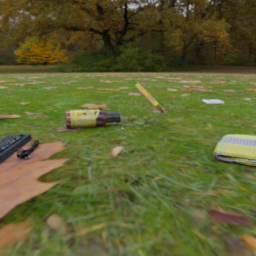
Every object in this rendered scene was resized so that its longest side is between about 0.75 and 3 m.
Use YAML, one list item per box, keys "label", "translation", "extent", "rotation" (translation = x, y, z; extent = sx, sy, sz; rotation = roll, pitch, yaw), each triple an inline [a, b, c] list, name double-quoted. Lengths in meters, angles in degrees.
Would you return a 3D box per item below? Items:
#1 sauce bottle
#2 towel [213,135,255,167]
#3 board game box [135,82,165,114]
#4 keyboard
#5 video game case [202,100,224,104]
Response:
- label: "sauce bottle"
  translation: [-1.278, -0.352, 10.233]
  extent: [1.990, 0.657, 0.657]
  rotation: [-4, 15, -16]
- label: "towel"
  translation: [3.178, 0.554, 7.409]
  extent: [1.563, 0.248, 2.176]
  rotation: [5, 14, 23]
- label: "board game box"
  translation: [0.786, -1.141, 10.502]
  extent: [1.480, 0.222, 0.707]
  rotation: [54, 9, 35]
- label: "keyboard"
  translation: [-3.158, 0.527, 7.544]
  extent: [1.473, 0.239, 2.318]
  rotation: [0, 15, 1]
- label: "video game case"
  translation: [4.794, -1.473, 15.807]
  extent: [0.958, 0.110, 0.873]
  rotation: [-1, 14, -4]
